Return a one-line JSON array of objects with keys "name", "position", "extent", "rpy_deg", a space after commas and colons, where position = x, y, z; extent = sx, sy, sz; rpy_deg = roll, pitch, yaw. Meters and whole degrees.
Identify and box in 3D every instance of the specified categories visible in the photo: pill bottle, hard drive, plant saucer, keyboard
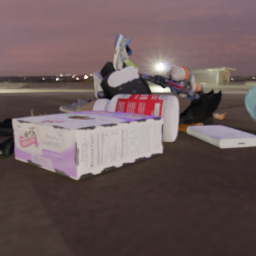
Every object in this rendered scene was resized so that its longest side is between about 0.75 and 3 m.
[{"name": "pill bottle", "position": [0.260, -0.352, 9.264], "extent": [2.655, 1.490, 1.490], "rpy_deg": [3, 10, 16]}, {"name": "hard drive", "position": [3.092, 0.247, 9.299], "extent": [1.461, 0.291, 2.216], "rpy_deg": [-2, 10, -13]}, {"name": "plant saucer", "position": [5.593, -0.582, 9.833], "extent": [2.951, 0.530, 2.951], "rpy_deg": [-3, 46, 3]}, {"name": "keyboard", "position": [-4.638, -0.051, 11.082], "extent": [1.569, 0.335, 2.614], "rpy_deg": [4, 7, -16]}]

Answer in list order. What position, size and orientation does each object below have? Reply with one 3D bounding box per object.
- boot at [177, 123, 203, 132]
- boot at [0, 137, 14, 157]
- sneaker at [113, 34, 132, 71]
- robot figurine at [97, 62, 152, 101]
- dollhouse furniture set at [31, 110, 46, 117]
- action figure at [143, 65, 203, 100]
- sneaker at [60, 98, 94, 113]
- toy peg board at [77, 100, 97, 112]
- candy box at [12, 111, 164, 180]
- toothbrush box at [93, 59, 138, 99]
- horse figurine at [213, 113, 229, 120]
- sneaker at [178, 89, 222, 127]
[{"name": "boot", "position": [2.407, -0.044, 10.863], "extent": [0.938, 0.330, 0.672], "rpy_deg": [-16, 22, -40]}, {"name": "boot", "position": [-3.536, 0.480, 7.536], "extent": [0.917, 0.417, 1.092], "rpy_deg": [3, 16, -6]}, {"name": "sneaker", "position": [-0.119, -1.680, 6.469], "extent": [0.396, 0.929, 0.358], "rpy_deg": [13, 50, 4]}, {"name": "robot figurine", "position": [-0.127, -1.414, 10.990], "extent": [1.886, 2.511, 1.567], "rpy_deg": [-29, -2, 9]}, {"name": "dollhouse furniture set", "position": [-4.459, -0.647, 14.002], "extent": [0.755, 0.491, 0.693], "rpy_deg": [-3, 10, -16]}, {"name": "action figure", "position": [2.107, -2.176, 12.319], "extent": [2.713, 1.419, 2.624], "rpy_deg": [26, 3, 19]}, {"name": "sneaker", "position": [-3.009, -1.325, 16.667], "extent": [2.263, 0.928, 0.846], "rpy_deg": [-8, 12, -38]}, {"name": "toy peg board", "position": [-0.799, -0.709, 13.463], "extent": [2.267, 1.109, 2.258], "rpy_deg": [8, 29, 43]}, {"name": "candy box", "position": [-0.946, 0.230, 7.120], "extent": [2.469, 1.053, 2.943], "rpy_deg": [8, 12, 41]}, {"name": "toothbrush box", "position": [-0.558, -2.099, 12.873], "extent": [1.911, 1.391, 0.823], "rpy_deg": [-26, 55, -23]}, {"name": "horse figurine", "position": [4.592, -0.608, 14.337], "extent": [1.087, 0.271, 0.720], "rpy_deg": [11, 25, 26]}, {"name": "sneaker", "position": [2.981, -0.899, 12.266], "extent": [2.989, 1.559, 0.897], "rpy_deg": [-6, 10, -34]}]
